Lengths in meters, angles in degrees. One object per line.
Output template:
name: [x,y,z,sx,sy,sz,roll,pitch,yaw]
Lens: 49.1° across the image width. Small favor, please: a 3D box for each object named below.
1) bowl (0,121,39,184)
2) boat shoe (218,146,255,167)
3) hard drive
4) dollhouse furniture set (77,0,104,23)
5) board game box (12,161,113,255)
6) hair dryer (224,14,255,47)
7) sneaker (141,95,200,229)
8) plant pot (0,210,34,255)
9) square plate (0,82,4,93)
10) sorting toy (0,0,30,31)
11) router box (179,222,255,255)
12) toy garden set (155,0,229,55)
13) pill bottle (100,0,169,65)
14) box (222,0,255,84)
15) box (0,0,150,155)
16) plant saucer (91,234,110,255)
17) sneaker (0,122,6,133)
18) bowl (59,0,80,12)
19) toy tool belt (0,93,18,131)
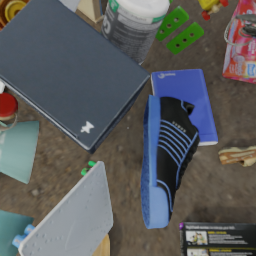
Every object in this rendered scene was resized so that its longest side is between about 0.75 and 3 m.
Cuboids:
bowl: [-2.350,0.456,5.914,0.716,1.368,1.368,10,65,-20]
boat shoe: [3.212,0.808,7.689,1.407,0.532,0.520,-2,72,8]
hard drive: [1.629,-0.630,8.382,1.603,0.308,2.429,-4,67,-2]
dollhouse furniture set: [-0.919,-5.392,9.747,2.337,1.615,2.476,42,72,16]
board game box: [-0.903,1.693,4.611,0.232,1.794,1.795,17,42,27]
hair dryer: [3.449,-2.251,5.990,1.799,0.642,2.362,44,91,-10]
sneaker: [0.783,0.476,4.974,1.007,0.907,2.586,7,58,-3]
plant pot: [-2.214,1.819,4.755,0.994,0.994,0.797,11,70,5]
square plate: [-4.721,-1.006,8.578,1.828,0.260,1.811,3,67,1]
sorting toy: [-2.248,-1.579,4.408,2.014,1.210,0.827,-43,39,-3]
router box: [2.235,3.017,6.702,1.883,0.481,1.404,1,67,1]
toy garden set: [1.087,-2.970,6.588,2.109,1.758,0.421,34,45,-28]
pill bottle: [-0.018,-1.984,5.926,1.120,1.981,1.120,9,56,-14]
box: [3.892,-2.854,8.821,1.226,1.281,2.569,13,67,6]
box: [-1.006,-0.690,5.113,2.002,2.697,1.444,39,81,-1]
plant saucer: [-1.278,2.938,6.838,1.682,0.298,1.682,0,66,0]
sneaker: [-4.426,0.725,7.317,1.569,0.979,2.660,34,60,-1]
bowl: [-1.943,-3.146,5.809,0.851,2.277,2.281,18,78,20]
toy tool belt: [-2.963,-0.161,5.150,1.935,1.189,1.208,-9,76,-14]
